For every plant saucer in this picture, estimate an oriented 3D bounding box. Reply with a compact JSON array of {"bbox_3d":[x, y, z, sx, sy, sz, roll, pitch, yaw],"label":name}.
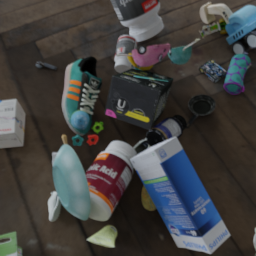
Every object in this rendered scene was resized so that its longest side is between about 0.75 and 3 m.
[{"bbox_3d":[-1.604,1.484,7.369,0.399,2.074,2.074,-14,59,-30],"label":"plant saucer"}]

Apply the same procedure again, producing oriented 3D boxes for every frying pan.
[{"bbox_3d":[2.513,-0.532,9.640,0.918,0.247,1.518,4,58,15],"label":"frying pan"}]

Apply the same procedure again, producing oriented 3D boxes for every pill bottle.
[{"bbox_3d":[0.210,-4.903,10.545,1.681,2.902,1.681,-21,33,14],"label":"pill bottle"},{"bbox_3d":[1.223,0.112,8.630,0.734,0.734,1.312,40,49,20],"label":"pill bottle"},{"bbox_3d":[-0.577,1.414,7.888,1.189,1.189,2.082,23,49,13],"label":"pill bottle"},{"bbox_3d":[-0.106,-2.779,10.642,0.761,0.761,1.314,7,68,4],"label":"pill bottle"}]

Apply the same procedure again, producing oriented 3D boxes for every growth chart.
[{"bbox_3d":[3.247,-3.889,11.135,0.838,0.606,0.074,-16,67,33],"label":"growth chart"}]

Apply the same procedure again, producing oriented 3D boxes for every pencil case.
[{"bbox_3d":[4.035,-1.997,10.306,0.742,0.683,1.606,17,62,18],"label":"pencil case"}]

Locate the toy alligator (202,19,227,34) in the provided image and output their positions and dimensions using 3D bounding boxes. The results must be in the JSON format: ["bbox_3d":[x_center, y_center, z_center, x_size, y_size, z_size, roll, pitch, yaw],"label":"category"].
[{"bbox_3d":[3.916,-4.229,11.736,1.767,0.425,0.586,-6,92,-4],"label":"toy alligator"}]

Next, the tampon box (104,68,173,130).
[{"bbox_3d":[0.397,-1.000,8.838,1.492,1.257,1.990,19,24,13],"label":"tampon box"}]

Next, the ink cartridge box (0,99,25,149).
[{"bbox_3d":[-3.959,-0.108,9.070,0.946,0.929,1.285,-6,60,-4],"label":"ink cartridge box"}]

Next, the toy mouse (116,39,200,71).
[{"bbox_3d":[1.028,-2.119,8.376,2.492,0.543,2.804,-1,8,40],"label":"toy mouse"}]

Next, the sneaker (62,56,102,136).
[{"bbox_3d":[-1.468,-1.183,9.336,1.140,1.018,2.853,-24,60,32],"label":"sneaker"}]

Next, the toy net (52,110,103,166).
[{"bbox_3d":[-1.602,0.478,8.585,1.026,0.378,1.956,29,94,-17],"label":"toy net"}]

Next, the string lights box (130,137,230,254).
[{"bbox_3d":[1.238,1.718,7.144,0.799,1.393,2.710,-28,88,-29],"label":"string lights box"}]

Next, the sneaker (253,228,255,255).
[{"bbox_3d":[3.449,2.659,6.614,0.909,2.569,0.938,12,36,30],"label":"sneaker"}]

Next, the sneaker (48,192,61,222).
[{"bbox_3d":[-2.161,2.274,8.097,0.349,0.331,0.866,-1,54,11],"label":"sneaker"}]

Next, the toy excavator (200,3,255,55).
[{"bbox_3d":[4.257,-4.227,11.098,1.315,2.560,2.633,-32,93,-17],"label":"toy excavator"}]

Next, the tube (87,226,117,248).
[{"bbox_3d":[-0.576,2.749,6.992,0.482,1.662,0.431,-28,77,-4],"label":"tube"}]

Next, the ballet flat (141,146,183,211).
[{"bbox_3d":[1.038,1.355,8.344,0.796,0.796,2.252,27,64,14],"label":"ballet flat"}]

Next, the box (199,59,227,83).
[{"bbox_3d":[3.239,-2.178,10.689,0.678,0.196,0.853,-34,66,-18],"label":"box"}]

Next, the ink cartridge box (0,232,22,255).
[{"bbox_3d":[-3.169,3.524,7.280,0.719,0.411,1.386,-13,61,-7],"label":"ink cartridge box"}]

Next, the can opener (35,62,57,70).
[{"bbox_3d":[-3.180,-2.356,10.828,0.833,0.222,0.278,21,95,11],"label":"can opener"}]

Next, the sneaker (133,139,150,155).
[{"bbox_3d":[0.698,0.532,8.915,0.582,0.564,1.594,38,67,20],"label":"sneaker"}]
